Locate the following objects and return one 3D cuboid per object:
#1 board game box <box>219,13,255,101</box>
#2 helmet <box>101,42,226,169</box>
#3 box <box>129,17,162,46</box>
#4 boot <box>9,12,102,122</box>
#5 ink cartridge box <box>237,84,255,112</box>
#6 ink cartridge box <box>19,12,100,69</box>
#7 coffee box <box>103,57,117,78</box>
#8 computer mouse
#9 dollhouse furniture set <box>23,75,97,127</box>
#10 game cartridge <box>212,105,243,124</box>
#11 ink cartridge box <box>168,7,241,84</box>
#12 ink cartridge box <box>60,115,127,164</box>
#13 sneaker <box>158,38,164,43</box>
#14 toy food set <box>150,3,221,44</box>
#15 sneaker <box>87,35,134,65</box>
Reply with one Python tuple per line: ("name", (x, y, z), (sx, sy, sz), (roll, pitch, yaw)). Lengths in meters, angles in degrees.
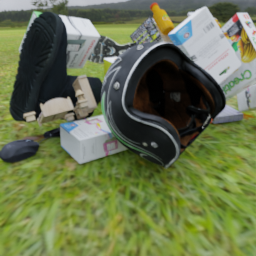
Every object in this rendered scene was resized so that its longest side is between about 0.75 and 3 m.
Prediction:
("board game box", (2.559, -1.611, 7.724), (0.446, 1.626, 2.575), (-12, -16, -28))
("helmet", (0.553, -0.535, 5.925), (2.303, 2.415, 2.415), (43, 38, 11))
("box", (0.622, -3.189, 9.725), (0.226, 1.020, 0.817), (-4, 63, -55))
("boot", (-1.628, -1.400, 7.504), (1.105, 2.893, 2.431), (39, 26, 29))
("ink cartridge box", (3.909, -0.884, 7.707), (1.108, 0.653, 1.925), (-6, -2, 1))
("ink cartridge box", (-1.978, -2.478, 8.215), (1.910, 1.394, 0.803), (-14, 64, -45))
("coffee box", (0.495, -1.003, 8.250), (1.932, 1.954, 1.951), (-11, 26, -22))
("computer mouse", (-2.357, 0.300, 7.292), (0.634, 0.368, 2.161), (12, 26, 28))
("dollhouse furniture set", (-1.690, -0.569, 6.469), (1.665, 0.813, 1.420), (-18, -5, -27))
("game cartridge", (2.857, -0.587, 9.423), (1.114, 0.330, 1.718), (-11, 26, -14))
("ink cartridge box", (1.826, -1.863, 6.675), (0.941, 1.625, 0.542), (-40, 17, 1))
("ink cartridge box", (-0.772, 0.210, 7.096), (1.563, 0.662, 1.130), (-14, 28, -34))
("sneaker", (1.075, -3.466, 9.944), (0.608, 0.660, 1.496), (-16, 43, -23))
("toy food set", (1.518, -2.881, 7.829), (2.045, 0.976, 0.920), (-14, 67, -25))
("sneaker", (-0.513, -2.659, 10.749), (2.810, 1.101, 1.264), (14, -10, 8))
